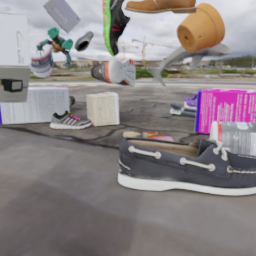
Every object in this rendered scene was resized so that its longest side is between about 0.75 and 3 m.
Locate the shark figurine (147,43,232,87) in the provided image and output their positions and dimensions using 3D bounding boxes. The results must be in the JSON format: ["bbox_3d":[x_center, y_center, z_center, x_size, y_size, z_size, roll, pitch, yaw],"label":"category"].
[{"bbox_3d":[2.102,-3.016,10.913,3.170,1.323,1.894,-22,44,5],"label":"shark figurine"}]

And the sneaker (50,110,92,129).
[{"bbox_3d":[-2.088,-0.316,10.184,1.499,0.656,0.553,-1,12,-5],"label":"sneaker"}]

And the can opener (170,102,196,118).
[{"bbox_3d":[2.558,-0.774,12.696,1.657,0.551,0.436,18,59,43],"label":"can opener"}]

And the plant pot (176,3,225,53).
[{"bbox_3d":[2.244,-3.118,9.040,1.003,1.433,1.433,-34,21,-11],"label":"plant pot"}]

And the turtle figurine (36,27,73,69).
[{"bbox_3d":[-2.389,-2.681,9.365,1.291,0.868,1.725,18,-13,-20],"label":"turtle figurine"}]

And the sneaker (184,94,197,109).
[{"bbox_3d":[3.660,-1.279,13.887,2.104,0.878,0.848,-7,-2,-31],"label":"sneaker"}]

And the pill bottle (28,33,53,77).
[{"bbox_3d":[-3.569,-2.809,11.218,1.092,1.092,1.826,-2,-16,-11],"label":"pill bottle"}]

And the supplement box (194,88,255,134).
[{"bbox_3d":[3.786,-0.471,9.002,2.872,1.484,1.453,9,14,29],"label":"supplement box"}]

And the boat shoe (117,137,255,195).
[{"bbox_3d":[1.279,0.606,5.204,2.971,0.896,1.098,1,12,7],"label":"boat shoe"}]

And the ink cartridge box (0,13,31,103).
[{"bbox_3d":[-3.488,-1.962,8.262,0.960,1.689,2.317,-3,-18,-23],"label":"ink cartridge box"}]

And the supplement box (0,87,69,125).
[{"bbox_3d":[-3.844,-0.978,11.553,2.715,1.403,1.374,-5,12,-16],"label":"supplement box"}]

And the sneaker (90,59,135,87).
[{"bbox_3d":[-0.565,-2.310,11.592,1.228,1.156,3.000,1,4,21],"label":"sneaker"}]

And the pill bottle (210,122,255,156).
[{"bbox_3d":[2.734,0.346,6.348,1.642,0.935,0.935,2,12,12],"label":"pill bottle"}]

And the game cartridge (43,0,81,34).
[{"bbox_3d":[-2.258,-3.910,9.579,0.753,1.161,0.223,-50,30,-13],"label":"game cartridge"}]

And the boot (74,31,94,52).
[{"bbox_3d":[-1.621,-2.887,9.826,0.406,1.018,1.120,34,34,-26],"label":"boot"}]

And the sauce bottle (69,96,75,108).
[{"bbox_3d":[-3.361,-1.230,13.951,0.894,0.894,2.709,2,14,8],"label":"sauce bottle"}]

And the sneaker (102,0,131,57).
[{"bbox_3d":[-0.382,-3.473,9.578,0.958,2.287,0.878,-5,43,-9],"label":"sneaker"}]

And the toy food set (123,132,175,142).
[{"bbox_3d":[0.565,0.380,7.802,1.409,0.349,2.217,0,4,-1],"label":"toy food set"}]

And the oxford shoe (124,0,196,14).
[{"bbox_3d":[0.677,-2.724,6.005,1.552,0.553,0.554,-1,28,5],"label":"oxford shoe"}]

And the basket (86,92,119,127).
[{"bbox_3d":[-1.015,-0.758,10.962,0.984,1.223,1.212,-7,13,-22],"label":"basket"}]
